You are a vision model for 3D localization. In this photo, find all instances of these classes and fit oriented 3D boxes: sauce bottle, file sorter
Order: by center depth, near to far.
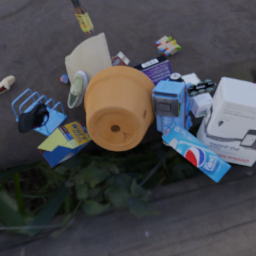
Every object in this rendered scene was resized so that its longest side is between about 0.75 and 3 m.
[{"bbox_3d":[-1.854,-4.497,11.204,0.481,1.487,0.481,-15,41,14],"label":"sauce bottle"},{"bbox_3d":[-3.684,-0.688,11.597,1.759,1.079,1.220,23,53,18],"label":"file sorter"}]

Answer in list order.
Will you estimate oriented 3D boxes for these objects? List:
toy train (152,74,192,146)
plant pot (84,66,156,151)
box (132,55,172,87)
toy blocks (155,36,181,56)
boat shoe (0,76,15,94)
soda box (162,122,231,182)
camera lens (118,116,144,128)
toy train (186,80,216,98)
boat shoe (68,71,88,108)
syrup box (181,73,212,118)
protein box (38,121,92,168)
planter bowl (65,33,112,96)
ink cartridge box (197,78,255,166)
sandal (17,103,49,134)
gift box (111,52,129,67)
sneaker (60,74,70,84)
[{"bbox_3d":[1.641,-0.573,10.378,1.201,2.770,1.582,14,40,26],"label":"toy train"},{"bbox_3d":[-0.336,-0.521,10.055,2.818,2.818,1.972,5,36,4],"label":"plant pot"},{"bbox_3d":[1.178,-1.799,11.594,1.414,1.911,0.997,-23,27,4],"label":"box"},{"bbox_3d":[1.967,-4.250,14.835,0.943,0.690,1.380,-36,60,-12],"label":"toy blocks"},{"bbox_3d":[-5.730,-1.916,13.032,0.425,0.453,1.228,37,69,23],"label":"boat shoe"},{"bbox_3d":[2.280,0.798,9.559,2.308,0.783,0.740,38,96,-1],"label":"soda box"},{"bbox_3d":[0.088,-0.323,10.540,0.943,0.754,0.754,-19,53,-26],"label":"camera lens"},{"bbox_3d":[2.459,-1.315,9.511,0.987,0.563,0.421,-13,77,11],"label":"toy train"},{"bbox_3d":[-2.027,-1.465,11.184,0.597,1.658,0.514,26,39,10],"label":"boat shoe"},{"bbox_3d":[2.622,-1.279,10.937,0.674,0.697,1.711,-15,56,-11],"label":"syrup box"},{"bbox_3d":[-2.210,0.550,10.014,0.875,1.287,1.297,53,27,5],"label":"protein box"},{"bbox_3d":[-1.580,-2.447,12.089,1.874,2.784,2.784,-15,52,0],"label":"planter bowl"},{"bbox_3d":[3.835,-0.078,9.793,2.146,2.955,1.232,11,48,2],"label":"ink cartridge box"},{"bbox_3d":[-3.216,-0.300,9.995,0.556,0.873,2.324,6,17,1],"label":"sandal"},{"bbox_3d":[-0.464,-3.089,13.268,0.720,0.781,0.729,48,29,-16],"label":"gift box"},{"bbox_3d":[-2.654,-2.478,13.516,1.198,0.451,0.470,-39,67,-16],"label":"sneaker"}]
